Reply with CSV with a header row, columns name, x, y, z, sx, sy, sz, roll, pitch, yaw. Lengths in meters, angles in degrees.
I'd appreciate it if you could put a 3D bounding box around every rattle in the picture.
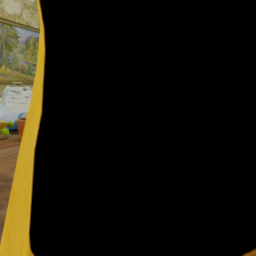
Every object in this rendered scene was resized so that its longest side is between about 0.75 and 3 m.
name,x,y,z,sx,sy,sz,roll,pitch,yaw
rattle,-0.214,0.247,1.002,1.126,1.236,1.730,-22,18,-6

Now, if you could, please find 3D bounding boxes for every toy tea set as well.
name,x,y,z,sx,sy,sz,roll,pitch,yaw
toy tea set,-2.692,-0.151,5.019,1.385,0.862,2.328,7,10,43

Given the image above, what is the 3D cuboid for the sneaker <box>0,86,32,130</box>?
name,x,y,z,sx,sy,sz,roll,pitch,yaw
sneaker,-2.837,-0.527,7.135,1.014,1.071,2.651,-2,9,-28

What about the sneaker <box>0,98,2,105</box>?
name,x,y,z,sx,sy,sz,roll,pitch,yaw
sneaker,-4.716,-0.698,9.080,1.416,0.903,2.451,2,6,35
